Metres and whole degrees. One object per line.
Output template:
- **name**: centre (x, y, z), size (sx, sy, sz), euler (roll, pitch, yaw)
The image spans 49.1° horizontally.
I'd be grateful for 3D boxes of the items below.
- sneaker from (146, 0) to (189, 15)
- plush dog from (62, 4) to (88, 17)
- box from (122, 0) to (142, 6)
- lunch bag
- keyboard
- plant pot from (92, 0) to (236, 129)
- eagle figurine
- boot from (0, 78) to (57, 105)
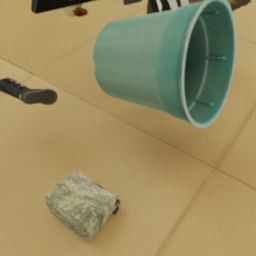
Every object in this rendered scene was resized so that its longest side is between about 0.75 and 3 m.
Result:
- **sneaker**: centre (1.284, -3.047, 8.332), size (0.879, 2.405, 1.345), euler (-20, 8, -28)
- **plush dog**: centre (-1.653, -3.877, 8.270), size (1.089, 1.166, 1.357), euler (-16, 41, -33)
- **box**: centre (0.108, -4.701, 8.589), size (0.682, 1.221, 1.731), euler (-18, 6, -5)
- **lunch bag**: centre (-1.084, 1.829, 6.866), size (1.471, 1.025, 1.234), euler (28, 54, 23)
- **keyboard**: centre (-1.149, -3.338, 6.687), size (2.314, 0.297, 1.389), euler (-25, 7, -22)
- **plant pot**: centre (0.742, -1.513, 6.507), size (2.600, 2.655, 2.655), euler (13, 46, 36)
- **eagle figurine**: centre (2.681, -4.677, 9.280), size (2.204, 2.192, 2.904), euler (-27, 11, -1)
- **boot**: centre (-2.696, -0.976, 7.418), size (1.316, 0.432, 1.085), euler (20, 14, 31)
